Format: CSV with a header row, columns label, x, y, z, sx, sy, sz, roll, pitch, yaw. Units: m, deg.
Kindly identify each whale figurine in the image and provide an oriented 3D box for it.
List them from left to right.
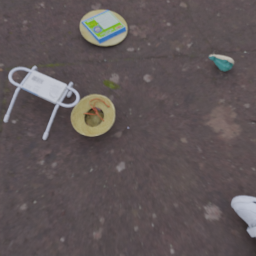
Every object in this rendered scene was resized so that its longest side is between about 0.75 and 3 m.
label,x,y,z,sx,sy,sz,roll,pitch,yaw
whale figurine,3.866,-2.724,11.724,1.058,0.842,0.549,16,96,-14

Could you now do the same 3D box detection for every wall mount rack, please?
label,x,y,z,sx,sy,sz,roll,pitch,yaw
wall mount rack,-3.327,-1.023,10.559,2.733,1.019,2.375,24,60,-1

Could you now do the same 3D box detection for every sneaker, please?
label,x,y,z,sx,sy,sz,roll,pitch,yaw
sneaker,4.046,3.266,8.070,2.726,1.024,1.567,38,54,10

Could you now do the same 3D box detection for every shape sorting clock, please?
label,x,y,z,sx,sy,sz,roll,pitch,yaw
shape sorting clock,-1.124,-4.613,12.941,2.182,0.428,2.182,2,61,-4

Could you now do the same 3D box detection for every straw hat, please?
label,x,y,z,sx,sy,sz,roll,pitch,yaw
straw hat,-1.241,-0.328,10.443,1.709,0.723,1.709,0,65,0
